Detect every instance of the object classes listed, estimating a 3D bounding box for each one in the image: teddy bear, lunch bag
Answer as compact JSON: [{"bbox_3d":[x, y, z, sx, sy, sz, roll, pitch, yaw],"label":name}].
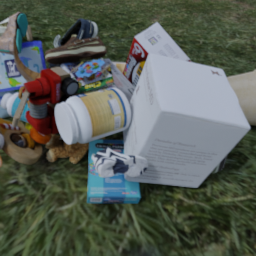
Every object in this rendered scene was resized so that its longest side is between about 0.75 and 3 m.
[{"bbox_3d":[-1.785,0.524,9.465,2.115,0.706,1.534,-27,45,-14],"label":"teddy bear"},{"bbox_3d":[-4.164,-1.867,10.571,2.303,2.709,1.726,-11,42,-14],"label":"lunch bag"}]

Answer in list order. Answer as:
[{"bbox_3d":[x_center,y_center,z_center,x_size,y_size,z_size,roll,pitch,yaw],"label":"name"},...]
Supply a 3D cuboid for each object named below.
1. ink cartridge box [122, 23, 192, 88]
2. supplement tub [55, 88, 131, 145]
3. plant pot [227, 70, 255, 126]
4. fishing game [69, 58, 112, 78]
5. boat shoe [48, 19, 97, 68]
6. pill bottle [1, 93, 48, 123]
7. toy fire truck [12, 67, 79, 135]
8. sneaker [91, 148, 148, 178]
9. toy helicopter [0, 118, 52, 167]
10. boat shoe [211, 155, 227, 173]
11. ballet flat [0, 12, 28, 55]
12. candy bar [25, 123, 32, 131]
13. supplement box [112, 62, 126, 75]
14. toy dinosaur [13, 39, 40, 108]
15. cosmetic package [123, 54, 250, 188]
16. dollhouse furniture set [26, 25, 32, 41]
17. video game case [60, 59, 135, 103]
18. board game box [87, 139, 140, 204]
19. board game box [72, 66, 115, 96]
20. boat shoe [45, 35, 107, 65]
[{"bbox_3d":[1.058,-1.974,10.081,1.080,2.577,2.262,-38,83,-18],"label":"ink cartridge box"},{"bbox_3d":[-0.971,-0.329,7.784,1.806,1.306,1.306,-18,44,-31],"label":"supplement tub"},{"bbox_3d":[3.999,-1.041,10.253,2.114,2.309,2.309,-2,40,14],"label":"plant pot"},{"bbox_3d":[-1.131,-1.808,8.292,1.326,0.206,0.949,18,53,42],"label":"fishing game"},{"bbox_3d":[-2.408,-3.217,11.155,0.876,2.832,1.060,3,62,-53],"label":"boat shoe"},{"bbox_3d":[-3.549,-0.672,9.814,1.646,0.912,0.912,21,44,4],"label":"pill bottle"},{"bbox_3d":[-2.462,-0.529,7.800,1.372,1.877,2.132,37,41,29],"label":"toy fire truck"},{"bbox_3d":[-0.250,0.765,6.686,1.363,0.544,0.887,-5,26,-31],"label":"sneaker"},{"bbox_3d":[-3.841,0.055,8.271,2.896,1.142,1.915,41,20,-3],"label":"toy helicopter"},{"bbox_3d":[2.855,0.146,8.546,0.757,2.516,0.897,-2,9,-19],"label":"boat shoe"},{"bbox_3d":[-4.017,-3.297,9.581,0.826,0.836,2.455,-6,42,-5],"label":"ballet flat"},{"bbox_3d":[-3.561,0.252,10.076,0.447,0.199,1.791,-9,43,-4],"label":"candy bar"},{"bbox_3d":[-0.383,-2.077,11.984,2.280,0.838,1.437,2,46,-9],"label":"supplement box"},{"bbox_3d":[-2.902,-1.420,8.948,1.579,2.973,0.898,-50,45,6],"label":"toy dinosaur"},{"bbox_3d":[1.300,-0.098,7.789,2.308,2.775,2.322,9,45,-14],"label":"cosmetic package"},{"bbox_3d":[-6.440,-4.722,15.211,2.103,1.490,2.289,-6,21,-8],"label":"dollhouse furniture set"},{"bbox_3d":[-0.821,-1.476,10.083,2.326,0.293,2.553,-21,65,-45],"label":"video game case"},{"bbox_3d":[-0.457,1.262,8.356,1.460,0.454,1.934,3,51,-9],"label":"board game box"},{"bbox_3d":[-1.107,-1.415,8.551,1.323,0.155,0.693,-17,62,6],"label":"board game box"},{"bbox_3d":[-1.897,-2.814,9.895,2.291,0.848,0.846,-17,-2,-36],"label":"boat shoe"}]
